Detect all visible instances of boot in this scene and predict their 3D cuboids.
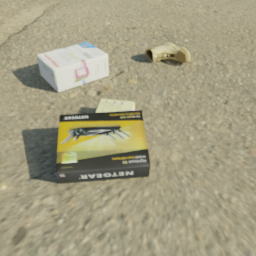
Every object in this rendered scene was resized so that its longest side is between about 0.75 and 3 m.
[{"bbox_3d":[1.815,-3.376,12.991,1.474,0.690,1.896,-19,41,-22],"label":"boot"}]

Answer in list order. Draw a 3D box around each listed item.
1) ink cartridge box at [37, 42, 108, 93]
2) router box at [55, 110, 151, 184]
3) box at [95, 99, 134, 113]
[{"bbox_3d":[-2.314,-2.613,11.765,2.444,1.034,1.766,-23,44,-28],"label":"ink cartridge box"},{"bbox_3d":[-0.713,0.479,7.887,2.462,0.643,1.936,-4,53,-4],"label":"router box"},{"bbox_3d":[-0.441,-0.420,9.420,1.184,0.572,1.041,6,39,8],"label":"box"}]
